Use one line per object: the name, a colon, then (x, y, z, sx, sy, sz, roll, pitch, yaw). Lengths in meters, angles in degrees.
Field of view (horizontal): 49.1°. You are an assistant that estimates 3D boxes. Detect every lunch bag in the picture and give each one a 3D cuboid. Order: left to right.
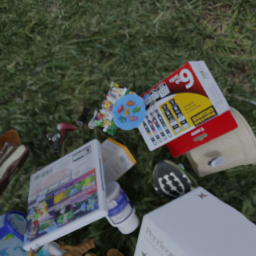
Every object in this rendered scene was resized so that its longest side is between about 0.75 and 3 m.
lunch bag: (-4.107, 3.800, 8.536, 2.303, 2.709, 1.726, -40, 74, -16)

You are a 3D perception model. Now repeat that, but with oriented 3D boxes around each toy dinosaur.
toy dinosaur: (-1.633, 3.439, 6.656, 1.579, 2.973, 0.898, 4, 110, 11)

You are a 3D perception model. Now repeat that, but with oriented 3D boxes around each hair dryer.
hair dryer: (-2.139, 0.216, 9.044, 0.305, 0.855, 1.123, 36, 56, 29)

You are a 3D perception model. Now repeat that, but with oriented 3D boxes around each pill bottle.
pill bottle: (-2.388, 4.111, 7.817, 0.912, 0.912, 1.646, 31, 71, 12)
pill bottle: (-0.313, 2.434, 8.442, 0.872, 0.872, 1.457, -36, 109, -14)

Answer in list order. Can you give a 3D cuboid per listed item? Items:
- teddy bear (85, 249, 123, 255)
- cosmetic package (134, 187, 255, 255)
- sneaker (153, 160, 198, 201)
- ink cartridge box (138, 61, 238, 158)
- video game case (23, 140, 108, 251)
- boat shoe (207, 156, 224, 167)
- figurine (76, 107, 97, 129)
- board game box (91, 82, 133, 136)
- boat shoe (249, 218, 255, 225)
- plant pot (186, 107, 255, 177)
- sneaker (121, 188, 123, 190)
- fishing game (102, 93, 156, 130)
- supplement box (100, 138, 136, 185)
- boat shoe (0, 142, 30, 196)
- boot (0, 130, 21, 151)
teddy bear: (-0.941, 4.937, 9.258, 1.534, 0.706, 2.115, 29, 77, 18)
cosmetic package: (1.678, 3.476, 6.960, 2.308, 2.775, 2.322, -13, 33, -39)
sneaker: (1.429, 1.512, 8.267, 0.995, 2.588, 1.147, -26, 44, 17)
ink cartridge box: (1.601, -0.376, 8.568, 1.080, 2.577, 2.262, -19, 78, -51)
video game case: (-1.747, 1.770, 7.671, 2.553, 0.293, 2.326, -29, 43, 16)
boat shoe: (2.705, 1.013, 8.624, 0.282, 0.796, 0.287, 8, 99, 42)
figurine: (-1.618, -0.441, 11.678, 0.831, 0.358, 0.811, 17, 64, 6)
board game box: (-0.422, -0.525, 7.711, 0.693, 0.155, 1.323, 26, 93, -9)
boat shoe: (3.658, 2.965, 7.798, 0.757, 2.516, 0.897, -39, 92, -24)
plant pot: (3.217, 0.687, 10.326, 2.114, 2.309, 2.309, -24, 69, 2)
sneaker: (-0.803, 2.381, 10.353, 1.243, 0.515, 0.441, 0, 68, 0)
fishing game: (0.014, -0.421, 6.937, 1.326, 0.206, 0.949, 5, 77, 19)
supplement box: (-1.045, 1.515, 10.173, 2.280, 1.437, 0.838, -40, 117, -15)
boat shoe: (-3.575, 1.252, 7.404, 0.848, 0.846, 2.291, 26, 40, 0)
boot: (-3.933, 1.073, 8.713, 0.620, 1.811, 1.705, -16, 98, 17)
